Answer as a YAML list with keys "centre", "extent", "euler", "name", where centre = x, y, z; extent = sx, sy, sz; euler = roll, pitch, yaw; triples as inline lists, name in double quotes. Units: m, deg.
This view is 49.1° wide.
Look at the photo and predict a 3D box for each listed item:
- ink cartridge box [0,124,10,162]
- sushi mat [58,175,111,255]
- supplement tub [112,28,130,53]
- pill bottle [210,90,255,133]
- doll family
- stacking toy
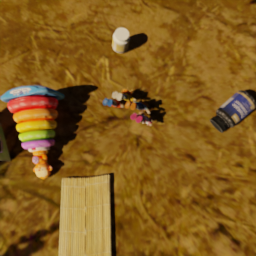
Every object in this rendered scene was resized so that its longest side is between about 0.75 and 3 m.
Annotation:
- centre: [-4.554, 0.366, 7.498]
  extent: [0.774, 2.611, 1.355]
  euler: [-30, 70, 15]
  name: "ink cartridge box"
- centre: [-1.178, 2.784, 7.649]
  extent: [1.417, 0.179, 2.961]
  euler: [-2, 70, 0]
  name: "sushi mat"
- centre: [-0.241, -2.895, 9.289]
  extent: [0.559, 0.768, 0.559]
  euler: [2, 75, -6]
  name: "supplement tub"
- centre: [3.140, -0.469, 8.465]
  extent: [1.287, 0.720, 0.720]
  euler: [-42, 75, 1]
  name: "pill bottle"
- centre: [0.135, -0.720, 8.425]
  extent: [1.660, 1.030, 0.748]
  euler: [31, 103, 21]
  name: "doll family"
- centre: [-2.632, 0.182, 8.113]
  extent: [1.518, 1.436, 2.616]
  euler: [-8, 86, 11]
  name: "stacking toy"
